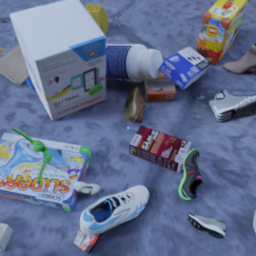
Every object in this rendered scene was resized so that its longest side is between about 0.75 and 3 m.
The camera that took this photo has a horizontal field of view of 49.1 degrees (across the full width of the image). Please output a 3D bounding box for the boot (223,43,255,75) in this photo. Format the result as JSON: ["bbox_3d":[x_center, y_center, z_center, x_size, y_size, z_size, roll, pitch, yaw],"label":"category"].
[{"bbox_3d":[4.660,-2.662,10.755,1.683,1.231,0.591,11,51,9],"label":"boot"}]

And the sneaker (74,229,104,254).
[{"bbox_3d":[-0.904,2.537,6.931,0.530,0.330,0.989,26,57,17],"label":"sneaker"}]

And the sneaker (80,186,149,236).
[{"bbox_3d":[-0.232,1.955,6.989,2.115,0.766,0.760,-20,53,-38],"label":"sneaker"}]

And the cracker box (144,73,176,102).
[{"bbox_3d":[1.148,-1.687,10.381,1.030,0.444,1.538,-2,54,-1],"label":"cracker box"}]

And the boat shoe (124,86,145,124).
[{"bbox_3d":[0.271,-0.778,9.655,0.586,0.625,1.736,29,38,-19],"label":"boat shoe"}]

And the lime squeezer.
[{"bbox_3d":[-2.506,0.679,7.621,0.699,0.373,1.978,-18,55,-30],"label":"lime squeezer"}]

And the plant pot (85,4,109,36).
[{"bbox_3d":[-1.563,-4.925,12.735,1.131,1.157,1.123,7,50,7],"label":"plant pot"}]

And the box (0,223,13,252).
[{"bbox_3d":[-3.490,2.572,6.823,1.145,0.445,0.544,7,50,7],"label":"box"}]

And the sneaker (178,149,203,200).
[{"bbox_3d":[1.776,1.258,7.531,0.576,0.528,1.376,-1,74,49],"label":"sneaker"}]

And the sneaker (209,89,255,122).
[{"bbox_3d":[3.766,-1.006,9.683,2.047,0.768,1.182,-14,49,-11],"label":"sneaker"}]

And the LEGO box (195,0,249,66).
[{"bbox_3d":[3.879,-4.171,11.563,1.010,1.950,2.618,27,55,20],"label":"LEGO box"}]

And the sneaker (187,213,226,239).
[{"bbox_3d":[1.905,2.328,6.853,0.981,0.362,0.389,20,49,25],"label":"sneaker"}]

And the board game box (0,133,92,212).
[{"bbox_3d":[-2.620,1.197,7.968,2.770,0.477,1.875,8,50,7],"label":"board game box"}]

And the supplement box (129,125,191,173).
[{"bbox_3d":[0.946,0.612,8.455,1.649,0.502,0.897,19,52,17],"label":"supplement box"}]

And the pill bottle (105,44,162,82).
[{"bbox_3d":[-0.018,-2.325,10.050,2.345,1.301,1.301,12,48,33],"label":"pill bottle"}]

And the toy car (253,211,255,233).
[{"bbox_3d":[4.063,2.591,5.697,2.502,2.144,2.859,15,51,11],"label":"toy car"}]

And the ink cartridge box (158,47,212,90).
[{"bbox_3d":[2.113,-2.212,10.110,1.136,0.534,2.416,41,38,9],"label":"ink cartridge box"}]

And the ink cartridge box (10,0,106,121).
[{"bbox_3d":[-2.088,-2.123,9.039,2.108,2.873,2.098,-25,64,-18],"label":"ink cartridge box"}]

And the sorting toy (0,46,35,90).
[{"bbox_3d":[-4.269,-2.417,10.943,2.738,0.373,1.542,34,59,9],"label":"sorting toy"}]

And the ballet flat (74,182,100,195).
[{"bbox_3d":[-1.057,1.646,7.424,0.874,0.314,0.314,22,33,-42],"label":"ballet flat"}]
